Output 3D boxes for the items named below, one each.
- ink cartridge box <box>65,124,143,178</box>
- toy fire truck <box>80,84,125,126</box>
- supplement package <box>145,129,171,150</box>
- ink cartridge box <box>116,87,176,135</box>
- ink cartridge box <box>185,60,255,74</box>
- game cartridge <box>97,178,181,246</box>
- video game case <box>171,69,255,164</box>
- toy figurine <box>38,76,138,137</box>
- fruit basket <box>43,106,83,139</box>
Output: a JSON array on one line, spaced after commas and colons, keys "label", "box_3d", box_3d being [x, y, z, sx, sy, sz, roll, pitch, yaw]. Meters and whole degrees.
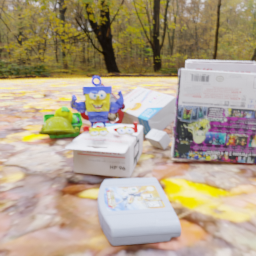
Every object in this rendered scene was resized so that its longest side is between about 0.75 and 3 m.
[{"label": "ink cartridge box", "box_3d": [-0.534, 0.614, 7.740, 1.546, 0.904, 2.666, 3, 14, 11]}, {"label": "toy fire truck", "box_3d": [-0.911, -0.631, 10.672, 1.760, 1.478, 0.987, 44, 0, -3]}, {"label": "supplement package", "box_3d": [1.008, 0.372, 9.342, 0.413, 0.429, 0.754, -47, 29, -16]}, {"label": "ink cartridge box", "box_3d": [0.522, -0.781, 11.622, 1.601, 0.943, 2.780, -39, 37, -22]}, {"label": "ink cartridge box", "box_3d": [2.802, -0.735, 9.055, 2.058, 2.842, 1.193, 3, 17, 7]}, {"label": "game cartridge", "box_3d": [0.085, 1.475, 5.364, 1.329, 0.414, 1.996, 2, 13, -8]}, {"label": "video game case", "box_3d": [2.683, -0.304, 7.821, 2.773, 2.513, 0.497, 3, 9, 0]}, {"label": "toy figurine", "box_3d": [-0.987, -0.568, 7.149, 2.449, 1.467, 1.292, -2, 5, -8]}, {"label": "fruit basket", "box_3d": [-2.407, -0.334, 10.341, 1.495, 1.495, 1.078, -4, 34, -16]}]
